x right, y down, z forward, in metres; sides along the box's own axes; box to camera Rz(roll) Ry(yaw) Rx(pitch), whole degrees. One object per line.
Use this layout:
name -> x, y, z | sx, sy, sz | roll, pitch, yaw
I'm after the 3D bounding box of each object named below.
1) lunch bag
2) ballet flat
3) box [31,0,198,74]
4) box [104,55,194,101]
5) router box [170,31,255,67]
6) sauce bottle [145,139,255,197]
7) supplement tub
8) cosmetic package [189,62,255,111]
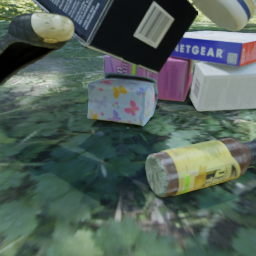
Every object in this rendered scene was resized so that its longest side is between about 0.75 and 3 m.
lunch bag -> -0.078, -0.868, 7.664 | 1.572, 1.179, 1.854 | 9, 18, 15
ballet flat -> -1.865, -1.350, 5.096 | 0.950, 0.812, 2.859 | 8, -11, -42
box -> -0.463, -2.914, 6.182 | 2.900, 1.828, 2.950 | 42, 20, 24
box -> 0.842, -2.052, 10.009 | 2.737, 1.323, 2.408 | 7, 25, 16
router box -> 2.804, -2.551, 8.706 | 2.336, 0.636, 2.602 | -21, 32, -39
sauce bottle -> 1.509, 0.589, 4.888 | 2.364, 0.765, 0.765 | -11, 27, -18
supplement tub -> 2.103, -2.831, 5.018 | 1.278, 1.770, 1.278 | 38, 10, -8
cosmetic package -> 3.135, -1.245, 8.222 | 2.368, 1.201, 0.844 | -3, 39, -7
